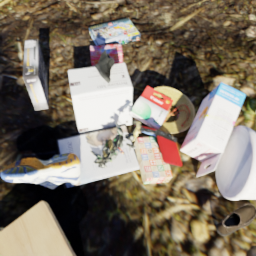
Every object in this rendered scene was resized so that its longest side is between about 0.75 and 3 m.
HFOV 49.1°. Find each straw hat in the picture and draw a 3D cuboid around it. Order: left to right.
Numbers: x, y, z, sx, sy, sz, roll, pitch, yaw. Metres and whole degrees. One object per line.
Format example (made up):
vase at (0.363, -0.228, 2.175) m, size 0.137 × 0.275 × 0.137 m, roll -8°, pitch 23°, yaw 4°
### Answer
straw hat at (1.423, -0.505, 10.662) m, size 2.026 × 0.857 × 2.026 m, roll 3°, pitch 69°, yaw -8°

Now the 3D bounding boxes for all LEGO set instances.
LEGO set at (-0.322, 0.640, 8.898) m, size 0.718 × 2.535 × 1.646 m, roll 32°, pitch 74°, yaw -24°

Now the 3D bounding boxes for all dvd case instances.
dvd case at (-1.103, 0.927, 9.968) m, size 2.664 × 0.234 × 1.900 m, roll -13°, pitch 57°, yaw -10°

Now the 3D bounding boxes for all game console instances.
game console at (1.035, 0.626, 9.564) m, size 1.432 × 1.661 × 0.986 m, roll 13°, pitch 84°, yaw 32°

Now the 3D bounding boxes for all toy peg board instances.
toy peg board at (-2.497, 3.837, 7.454) m, size 2.527 × 1.241 × 2.538 m, roll -37°, pitch 59°, yaw -7°

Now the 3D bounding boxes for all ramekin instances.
ramekin at (3.711, 1.151, 8.669) m, size 1.078 × 2.314 × 2.314 m, roll 13°, pitch 53°, yaw -5°

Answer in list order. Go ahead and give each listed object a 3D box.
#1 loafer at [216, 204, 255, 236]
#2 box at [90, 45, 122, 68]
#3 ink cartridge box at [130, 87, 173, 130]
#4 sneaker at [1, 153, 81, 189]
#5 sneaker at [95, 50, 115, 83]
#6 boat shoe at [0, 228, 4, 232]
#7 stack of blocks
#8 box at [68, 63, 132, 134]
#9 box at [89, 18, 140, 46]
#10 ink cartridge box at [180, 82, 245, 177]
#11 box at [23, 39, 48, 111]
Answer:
loafer at (3.360, 2.752, 8.466) m, size 1.497 × 0.534 × 0.546 m, roll -28°, pitch 58°, yaw -19°
box at (-0.996, -3.301, 12.865) m, size 1.448 × 0.722 × 0.691 m, roll -4°, pitch 53°, yaw -4°
ink cartridge box at (0.888, -0.773, 10.032) m, size 1.164 × 0.362 × 1.446 m, roll 30°, pitch 69°, yaw 4°
sneaker at (-2.679, 1.534, 8.768) m, size 2.411 × 1.063 × 0.908 m, roll -6°, pitch 31°, yaw -3°
sneaker at (-0.712, -2.060, 9.350) m, size 0.666 × 0.383 × 1.277 m, roll -41°, pitch 46°, yaw 8°
boat shoe at (-4.307, 3.105, 8.215) m, size 1.348 × 0.513 × 0.483 m, roll -9°, pitch 54°, yaw -7°
stack of blocks at (0.830, 1.089, 9.592) m, size 0.903 × 0.460 × 1.569 m, roll -2°, pitch 55°, yaw -17°
box at (-0.980, -1.058, 10.314) m, size 2.093 × 2.104 × 1.375 m, roll -10°, pitch 53°, yaw -9°
box at (-0.692, -4.726, 14.116) m, size 2.199 × 0.414 × 1.502 m, roll -19°, pitch 55°, yaw -13°
ink cartridge box at (2.677, 0.104, 9.340) m, size 0.954 × 1.619 × 2.812 m, roll 28°, pitch 71°, yaw 2°
box at (-3.710, -2.151, 11.336) m, size 0.552 × 1.807 × 2.282 m, roll -8°, pitch 54°, yaw -7°
